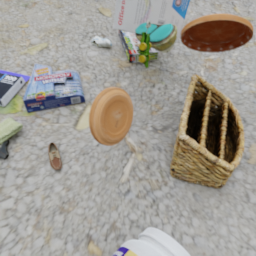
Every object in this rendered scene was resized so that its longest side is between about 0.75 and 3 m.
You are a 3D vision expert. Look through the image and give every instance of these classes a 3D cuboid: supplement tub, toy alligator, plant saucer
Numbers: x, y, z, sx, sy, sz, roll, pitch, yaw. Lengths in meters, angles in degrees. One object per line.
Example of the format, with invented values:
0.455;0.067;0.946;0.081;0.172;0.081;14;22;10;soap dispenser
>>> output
0.094;3.635;5.775;1.954;1.954;2.688;35;57;28;supplement tub
0.432;-2.232;7.546;0.297;1.236;0.410;13;22;26;toy alligator
2.711;-2.922;8.671;2.142;2.142;0.346;4;82;4;plant saucer
-0.323;-0.245;6.444;0.221;1.367;1.367;15;46;40;plant saucer

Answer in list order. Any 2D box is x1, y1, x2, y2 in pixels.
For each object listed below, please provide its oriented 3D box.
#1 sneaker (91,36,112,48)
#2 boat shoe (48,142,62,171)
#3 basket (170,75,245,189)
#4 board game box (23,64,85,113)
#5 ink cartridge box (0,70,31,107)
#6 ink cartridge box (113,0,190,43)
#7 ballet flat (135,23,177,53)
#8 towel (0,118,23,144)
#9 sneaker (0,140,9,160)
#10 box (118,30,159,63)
-1.319;-4.218;14.009;1.146;0.439;0.463;22;58;28;sneaker
-2.463;0.934;9.295;0.415;0.394;1.096;-18;50;-16;boat shoe
2.663;0.112;8.833;2.104;2.196;2.948;13;48;12;basket
-3.112;-1.833;11.597;2.312;0.713;2.311;-12;49;-10;board game box
-5.577;-1.900;11.846;2.094;0.459;2.113;13;48;12;ink cartridge box
0.938;-4.765;10.735;2.603;1.917;1.883;14;41;1;ink cartridge box
0.940;-2.662;8.424;0.891;0.891;2.521;-14;26;-13;ballet flat
-4.510;0.182;9.882;1.064;0.262;1.434;21;50;41;towel
-4.186;0.765;9.578;0.406;0.286;0.764;20;51;2;sneaker
0.457;-4.235;13.955;1.446;0.456;2.627;-9;48;-8;box
